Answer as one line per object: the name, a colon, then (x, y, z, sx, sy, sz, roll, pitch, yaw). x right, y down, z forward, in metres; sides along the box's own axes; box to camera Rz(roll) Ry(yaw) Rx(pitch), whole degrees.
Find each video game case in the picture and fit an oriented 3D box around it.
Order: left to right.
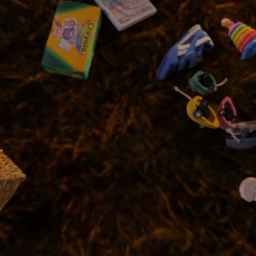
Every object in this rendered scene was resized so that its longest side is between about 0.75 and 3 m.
video game case: (-0.293, -4.149, 8.862, 1.489, 0.187, 2.079, -34, 81, -20)

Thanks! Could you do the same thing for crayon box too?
crayon box: (-1.667, -2.664, 8.504, 1.286, 0.631, 2.166, 12, 79, 2)

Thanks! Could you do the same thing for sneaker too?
sneaker: (1.690, -2.128, 8.351, 0.859, 0.773, 2.089, 44, 83, 6)

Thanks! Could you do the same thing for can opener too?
can opener: (3.999, 0.065, 8.094, 2.426, 0.647, 0.811, -7, 112, -2)

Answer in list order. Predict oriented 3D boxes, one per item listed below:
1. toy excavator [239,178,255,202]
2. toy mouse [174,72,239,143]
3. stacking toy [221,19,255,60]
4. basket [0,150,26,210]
toy excavator: (4.521, 1.696, 7.518, 2.227, 1.112, 2.165, -45, 81, 1)
toy mouse: (2.362, -0.746, 7.949, 2.518, 0.487, 2.238, 44, 48, -12)
stacking toy: (3.412, -2.902, 8.592, 0.839, 0.794, 1.446, -36, 69, -4)
basket: (-3.877, 1.481, 6.946, 1.455, 1.394, 1.954, 41, 98, 15)
